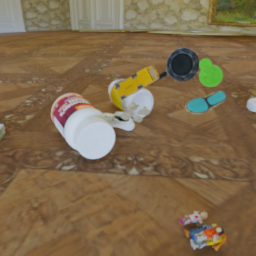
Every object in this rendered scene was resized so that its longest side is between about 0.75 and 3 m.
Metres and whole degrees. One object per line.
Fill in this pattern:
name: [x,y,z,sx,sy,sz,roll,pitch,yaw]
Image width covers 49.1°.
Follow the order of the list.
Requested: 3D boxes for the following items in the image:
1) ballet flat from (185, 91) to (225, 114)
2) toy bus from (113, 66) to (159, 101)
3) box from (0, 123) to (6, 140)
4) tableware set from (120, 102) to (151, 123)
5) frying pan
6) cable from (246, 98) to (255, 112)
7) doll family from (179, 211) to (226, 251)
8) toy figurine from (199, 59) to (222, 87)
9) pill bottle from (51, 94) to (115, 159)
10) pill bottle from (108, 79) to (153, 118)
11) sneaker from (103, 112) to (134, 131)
ballet flat: [2.799,-0.859,10.360,1.805,0.638,0.638,-22,31,-22]
toy bus: [0.205,-1.315,8.374,1.409,0.459,0.552,-26,3,43]
box: [-5.516,0.247,9.776,2.098,0.364,1.155,-3,25,-7]
tableware set: [0.202,-0.414,8.043,0.681,0.816,0.095,22,46,-20]
frying pan: [1.993,-2.323,11.879,1.383,2.286,0.372,40,12,-10]
cable: [5.868,-0.995,12.451,1.100,0.381,1.100,-17,29,-32]
doll family: [1.557,2.133,5.694,0.719,0.522,1.159,-11,8,-6]
toy figurine: [2.788,-1.812,9.727,0.751,1.000,0.920,-25,-9,11]
pill bottle: [-1.528,-0.112,9.257,1.457,1.457,2.660,-13,27,-25]
pill bottle: [0.006,-1.363,12.184,1.278,1.278,2.340,-12,27,-25]
sneaker: [-0.599,-0.356,10.303,1.622,0.598,0.937,7,-17,10]
